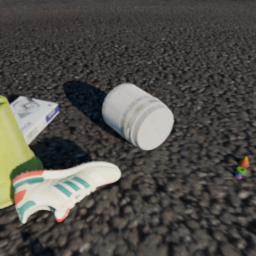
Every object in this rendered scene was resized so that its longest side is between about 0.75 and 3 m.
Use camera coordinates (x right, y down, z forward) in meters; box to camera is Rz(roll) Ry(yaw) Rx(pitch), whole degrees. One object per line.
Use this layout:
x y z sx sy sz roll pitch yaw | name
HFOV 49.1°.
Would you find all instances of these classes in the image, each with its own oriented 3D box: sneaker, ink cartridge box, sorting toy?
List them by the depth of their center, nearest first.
-1.534 1.766 7.460 2.879 1.014 1.346 -5 60 -17 | sneaker
3.669 1.228 8.983 0.326 0.324 0.941 21 40 26 | sorting toy
-4.474 -0.390 11.088 2.536 0.515 2.531 10 37 13 | ink cartridge box

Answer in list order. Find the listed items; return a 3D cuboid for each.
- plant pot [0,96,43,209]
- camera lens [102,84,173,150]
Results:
-4.026 0.499 7.899 2.709 2.491 2.709 -3 29 2 | plant pot
0.266 -0.449 10.062 1.783 1.783 2.229 -23 42 -29 | camera lens
